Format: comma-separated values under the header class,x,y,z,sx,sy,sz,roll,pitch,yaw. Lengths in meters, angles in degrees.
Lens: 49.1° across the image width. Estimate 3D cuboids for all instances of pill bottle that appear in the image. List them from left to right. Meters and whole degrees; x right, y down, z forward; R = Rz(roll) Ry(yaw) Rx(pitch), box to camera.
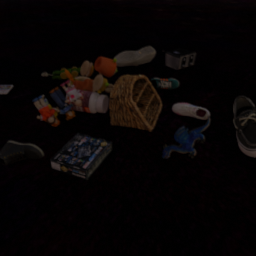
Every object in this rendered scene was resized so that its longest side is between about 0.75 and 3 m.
class,x,y,z,sx,sy,sz,roll,pitch,yaw
pill bottle,-1.632,-1.048,11.216,1.560,0.855,0.855,10,34,15

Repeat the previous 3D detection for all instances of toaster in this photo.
class,x,y,z,sx,sy,sz,roll,pitch,yaw
toaster,2.853,-3.910,15.729,1.280,0.840,1.415,-22,39,-31

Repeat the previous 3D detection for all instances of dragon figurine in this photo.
class,x,y,z,sx,sy,sz,roll,pitch,yaw
dragon figurine,1.786,0.287,8.618,0.939,1.889,0.556,32,4,-7

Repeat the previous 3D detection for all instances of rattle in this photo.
class,x,y,z,sx,sy,sz,roll,pitch,yaw
rattle,-1.880,-2.249,12.733,1.722,1.230,1.121,-3,34,0

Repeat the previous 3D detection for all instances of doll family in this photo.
class,x,y,z,sx,sy,sz,roll,pitch,yaw
doll family,-2.606,-0.788,10.451,2.041,1.267,0.920,-38,13,-32

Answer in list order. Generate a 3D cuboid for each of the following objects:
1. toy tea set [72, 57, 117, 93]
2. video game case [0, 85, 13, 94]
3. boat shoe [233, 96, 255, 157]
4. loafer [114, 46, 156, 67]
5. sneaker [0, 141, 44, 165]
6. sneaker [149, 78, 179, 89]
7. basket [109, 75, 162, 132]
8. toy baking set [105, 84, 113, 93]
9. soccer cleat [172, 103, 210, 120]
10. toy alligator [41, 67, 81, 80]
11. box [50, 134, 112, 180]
class,x,y,z,sx,sy,sz,roll,pitch,yaw
toy tea set,-1.332,-2.052,11.662,0.937,1.506,2.533,15,-7,-38
video game case,-5.843,-1.793,13.115,0.613,0.077,0.856,-1,33,0
boat shoe,3.978,-0.128,9.363,0.957,0.862,2.708,-19,31,20
loafer,0.365,-3.779,15.505,2.604,0.909,0.910,-18,59,-23
sneaker,-3.331,0.880,8.616,1.409,0.527,0.748,8,42,20
sneaker,1.630,-2.023,13.033,1.439,0.513,0.575,10,25,31
basket,0.384,-1.118,10.658,1.641,1.573,2.203,9,34,16
toy baking set,0.080,-1.976,13.190,2.564,0.298,1.968,-26,40,-34
soccer cleat,2.401,-0.687,10.785,1.490,0.520,0.643,14,-1,19
toy alligator,-3.282,-2.663,14.136,2.074,0.498,0.687,-9,34,-4
box,-1.419,0.831,8.714,1.269,0.367,1.597,13,35,20
